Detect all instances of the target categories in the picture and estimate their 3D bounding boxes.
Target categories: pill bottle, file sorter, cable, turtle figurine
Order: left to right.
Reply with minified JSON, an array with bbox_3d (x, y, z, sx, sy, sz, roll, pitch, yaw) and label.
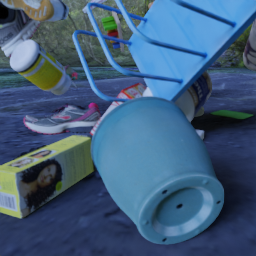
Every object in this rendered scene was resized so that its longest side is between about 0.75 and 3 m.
[{"bbox_3d":[-1.813,0.576,5.802,1.264,0.321,1.032,-10,18,-31],"label":"cable"},{"bbox_3d":[-1.777,-1.202,5.874,0.681,0.681,1.212,10,-18,33],"label":"pill bottle"},{"bbox_3d":[-1.568,-1.330,7.006,0.979,0.493,0.733,24,21,3],"label":"turtle figurine"},{"bbox_3d":[0.512,-2.044,4.988,1.821,2.968,2.060,0,55,-37],"label":"file sorter"},{"bbox_3d":[1.221,-0.751,7.435,1.391,1.391,2.507,9,32,30],"label":"pill bottle"}]

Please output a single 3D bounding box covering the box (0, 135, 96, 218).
[{"bbox_3d":[-1.246,0.689,4.663,0.478,0.719,1.909,5,17,25],"label":"box"}]

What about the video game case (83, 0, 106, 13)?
[{"bbox_3d":[-0.569,-3.474,7.252,1.007,0.127,1.105,-8,42,43],"label":"video game case"}]

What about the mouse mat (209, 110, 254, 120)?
[{"bbox_3d":[3.830,-0.497,10.344,1.065,0.050,1.323,-14,22,-42],"label":"mouse mat"}]

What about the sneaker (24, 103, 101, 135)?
[{"bbox_3d":[-1.894,-0.306,8.149,2.165,0.808,0.873,-4,15,-11],"label":"sneaker"}]

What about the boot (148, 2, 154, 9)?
[{"bbox_3d":[1.309,-4.046,10.392,0.491,1.396,0.999,-42,32,7],"label":"boot"}]

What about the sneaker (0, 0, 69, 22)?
[{"bbox_3d":[-2.046,-2.740,5.936,1.822,0.689,0.799,39,30,16],"label":"sneaker"}]

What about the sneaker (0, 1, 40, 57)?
[{"bbox_3d":[-3.426,-3.512,8.596,1.048,1.243,2.842,-14,47,31],"label":"sneaker"}]

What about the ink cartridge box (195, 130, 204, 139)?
[{"bbox_3d":[1.345,0.216,7.312,1.075,0.234,0.933,7,17,27],"label":"ink cartridge box"}]

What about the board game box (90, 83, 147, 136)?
[{"bbox_3d":[-0.151,-0.478,7.699,0.441,1.442,1.903,40,20,2],"label":"board game box"}]

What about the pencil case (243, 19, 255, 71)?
[{"bbox_3d":[3.747,-2.597,6.864,1.238,2.768,1.077,12,62,15],"label":"pencil case"}]

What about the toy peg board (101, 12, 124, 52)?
[{"bbox_3d":[-0.652,-3.930,11.551,0.625,1.273,1.278,-13,44,-3],"label":"toy peg board"}]

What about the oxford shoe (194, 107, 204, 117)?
[{"bbox_3d":[1.493,-0.550,9.525,2.238,0.841,0.646,5,55,-9],"label":"oxford shoe"}]

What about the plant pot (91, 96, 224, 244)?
[{"bbox_3d":[0.412,0.602,3.702,1.578,1.578,1.483,-4,31,-16],"label":"plant pot"}]
